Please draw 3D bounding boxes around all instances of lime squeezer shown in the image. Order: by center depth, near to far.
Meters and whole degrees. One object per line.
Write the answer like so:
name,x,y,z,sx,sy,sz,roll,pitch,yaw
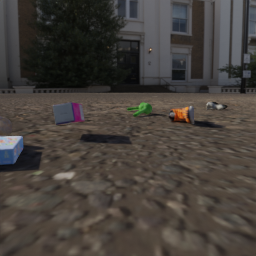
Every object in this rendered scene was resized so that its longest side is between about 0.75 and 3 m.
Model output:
lime squeezer,0.591,-0.818,13.106,0.983,0.525,2.784,-31,12,0

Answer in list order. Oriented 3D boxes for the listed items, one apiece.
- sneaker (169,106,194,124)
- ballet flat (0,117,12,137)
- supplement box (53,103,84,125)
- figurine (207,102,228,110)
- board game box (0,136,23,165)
sneaker,1.878,-0.417,9.922,0.895,0.620,1.598,-2,-2,12
ballet flat,-3.530,0.171,6.001,1.946,0.662,0.654,-9,22,-8
supplement box,-1.537,-0.370,7.372,0.496,0.506,0.980,-9,0,6
figurine,4.885,-1.181,15.334,0.921,0.406,0.944,11,14,33
board game box,-2.858,0.418,5.052,1.682,0.308,1.272,-1,8,-14
